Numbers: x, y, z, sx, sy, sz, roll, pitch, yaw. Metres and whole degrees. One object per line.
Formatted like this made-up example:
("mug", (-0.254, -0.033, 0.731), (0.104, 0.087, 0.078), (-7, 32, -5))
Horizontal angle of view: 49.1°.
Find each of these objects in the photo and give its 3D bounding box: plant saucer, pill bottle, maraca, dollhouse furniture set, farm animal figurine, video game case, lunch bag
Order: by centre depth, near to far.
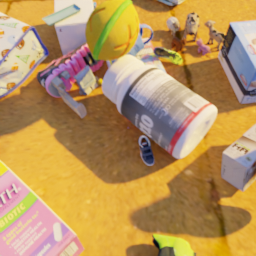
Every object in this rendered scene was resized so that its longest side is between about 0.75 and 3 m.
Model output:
("maraca", (-0.409, -2.652, 7.731), (1.370, 2.561, 1.756), (36, 104, -7))
("pill bottle", (0.776, -0.671, 7.889), (2.994, 1.705, 1.705), (39, 64, 23))
("dollhouse furniture set", (-1.345, -1.274, 8.618), (1.411, 1.332, 0.921), (-44, 65, -13))
("lunch bag", (-4.508, -2.377, 9.246), (2.327, 1.695, 2.737), (29, 74, 19))
("plant saucer", (-2.220, -3.799, 9.426), (1.299, 0.123, 0.454), (-35, 61, -19))
("video game case", (0.243, -2.181, 9.932), (1.851, 0.226, 2.589), (-12, 56, -9))
("farm animal figurine", (2.542, -3.665, 10.489), (1.938, 1.011, 1.917), (-6, 55, -4))

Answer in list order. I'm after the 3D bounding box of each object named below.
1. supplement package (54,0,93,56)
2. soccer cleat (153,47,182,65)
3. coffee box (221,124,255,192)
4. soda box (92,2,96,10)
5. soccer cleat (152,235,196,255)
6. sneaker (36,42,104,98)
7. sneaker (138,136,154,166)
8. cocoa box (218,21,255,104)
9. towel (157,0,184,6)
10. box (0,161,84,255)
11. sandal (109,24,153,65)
("supplement package", (-1.929, -4.009, 10.485), (1.392, 1.397, 2.381), (-7, 55, -4))
("soccer cleat", (1.413, -2.596, 10.027), (1.139, 0.368, 0.476), (20, 9, -16))
("coffee box", (3.319, 0.656, 7.372), (1.812, 1.036, 0.722), (-35, 46, -21))
("soda box", (-1.830, -5.133, 11.945), (0.936, 0.318, 0.300), (-1, 55, 0))
("soccer cleat", (0.557, 3.536, 5.574), (1.141, 0.951, 2.816), (11, 49, 17))
("sneaker", (-1.970, -2.197, 9.554), (1.305, 1.081, 2.737), (25, 56, 37))
("sneaker", (0.483, 0.612, 7.677), (0.334, 0.339, 0.853), (-18, 69, -7))
("cocoa box", (4.177, -2.198, 9.143), (1.545, 1.520, 2.316), (-7, 55, -5))
("towel", (1.703, -6.667, 12.832), (2.875, 0.692, 2.461), (34, 59, 22))
("box", (-2.766, 2.478, 5.994), (2.700, 1.305, 2.375), (35, 62, 23))
("sandal", (0.121, -2.817, 9.508), (1.001, 0.914, 2.299), (9, 61, 32))
